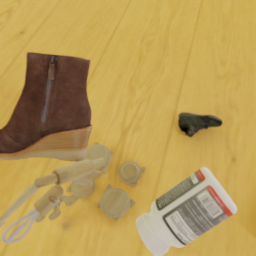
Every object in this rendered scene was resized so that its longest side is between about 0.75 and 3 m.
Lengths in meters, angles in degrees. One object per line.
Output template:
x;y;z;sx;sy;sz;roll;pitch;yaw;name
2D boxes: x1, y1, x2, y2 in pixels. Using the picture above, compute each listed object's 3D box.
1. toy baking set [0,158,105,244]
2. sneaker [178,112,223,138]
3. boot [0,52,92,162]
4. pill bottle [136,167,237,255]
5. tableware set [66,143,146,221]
-1.540;1.484;5.602;0.308;2.034;2.650;44;27;23;toy baking set
2.442;-0.040;9.576;1.493;0.571;0.855;7;59;8;sneaker
-2.222;-0.494;6.403;2.869;2.386;1.038;3;13;4;boot
1.189;1.815;5.999;1.939;1.123;1.123;-37;60;10;pill bottle
-0.681;1.585;8.680;2.334;0.271;1.950;25;61;15;tableware set
